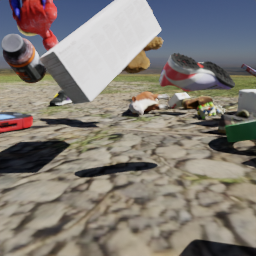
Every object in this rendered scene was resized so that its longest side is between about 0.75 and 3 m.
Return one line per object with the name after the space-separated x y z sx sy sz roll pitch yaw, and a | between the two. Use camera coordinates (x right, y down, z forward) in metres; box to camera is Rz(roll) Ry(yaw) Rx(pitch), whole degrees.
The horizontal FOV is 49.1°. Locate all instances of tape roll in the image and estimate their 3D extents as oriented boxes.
3.195 -0.021 6.617 1.689 0.406 1.689 -11 -3 -1 | tape roll

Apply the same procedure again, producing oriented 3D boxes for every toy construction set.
2.979 -0.665 10.180 0.802 0.563 1.223 -20 -11 40 | toy construction set

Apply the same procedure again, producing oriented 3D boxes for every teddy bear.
0.148 -2.663 8.372 1.633 2.252 0.752 -16 -8 -10 | teddy bear

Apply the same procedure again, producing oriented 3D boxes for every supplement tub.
-1.728 -1.140 4.620 0.492 0.492 0.920 1 -18 2 | supplement tub

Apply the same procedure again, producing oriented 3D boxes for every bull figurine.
0.859 -1.026 11.245 1.491 0.800 2.456 3 14 5 | bull figurine

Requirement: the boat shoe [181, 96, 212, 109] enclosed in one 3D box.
3.022 -1.045 12.055 1.406 0.506 0.475 -9 21 -12 | boat shoe

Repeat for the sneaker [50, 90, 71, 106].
-3.266 -1.462 13.322 0.584 0.676 1.543 4 14 15 | sneaker

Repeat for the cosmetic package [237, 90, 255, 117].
5.569 -0.993 10.765 2.362 0.958 1.333 -6 14 -21 | cosmetic package

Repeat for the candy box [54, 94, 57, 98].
-3.465 -1.684 15.230 0.944 0.244 1.848 0 13 -10 | candy box

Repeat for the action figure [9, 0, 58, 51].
-1.848 -2.726 4.947 0.907 2.774 0.717 -14 13 15 | action figure

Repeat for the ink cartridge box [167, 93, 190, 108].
2.233 -1.221 12.341 0.839 0.609 0.350 -12 60 -44 | ink cartridge box

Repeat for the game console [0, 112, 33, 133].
-4.530 -0.181 8.449 2.718 0.422 2.404 -11 17 -40 | game console

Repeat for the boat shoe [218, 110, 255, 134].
3.379 -0.205 8.127 1.845 0.598 0.675 -9 16 -33 | boat shoe

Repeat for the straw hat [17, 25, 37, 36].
-3.375 -3.556 9.609 0.777 0.777 0.329 -3 28 -11 | straw hat

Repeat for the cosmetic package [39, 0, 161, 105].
-0.395 -1.566 5.143 0.608 0.991 2.402 -1 41 48 | cosmetic package

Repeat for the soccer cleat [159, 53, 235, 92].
1.153 -0.811 4.625 1.416 0.518 0.483 7 45 -31 | soccer cleat

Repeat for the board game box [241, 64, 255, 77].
4.149 -1.583 8.733 1.490 0.145 0.767 7 34 -45 | board game box
